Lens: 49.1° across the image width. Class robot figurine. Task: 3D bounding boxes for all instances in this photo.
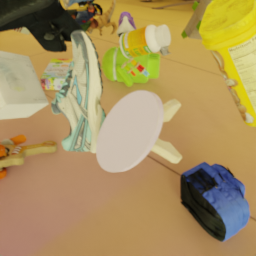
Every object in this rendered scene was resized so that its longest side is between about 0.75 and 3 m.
[{"bbox_3d":[0.047,-2.850,12.633,2.719,1.573,2.385,4,33,6],"label":"robot figurine"}]

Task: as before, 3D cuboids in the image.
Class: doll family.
[{"bbox_3d":[-1.553,-4.350,10.308,1.688,1.146,2.921,-21,11,-15],"label":"doll family"}]

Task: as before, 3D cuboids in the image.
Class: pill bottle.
[{"bbox_3d":[0.406,-2.055,6.620,1.114,0.619,0.619,-5,27,33],"label":"pill bottle"}]

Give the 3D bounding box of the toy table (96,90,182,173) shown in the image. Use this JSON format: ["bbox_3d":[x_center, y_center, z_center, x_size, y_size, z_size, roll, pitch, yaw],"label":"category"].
[{"bbox_3d":[0.236,0.090,5.336,0.998,1.705,1.567,3,51,-50],"label":"toy table"}]

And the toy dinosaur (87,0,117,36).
[{"bbox_3d":[-0.986,-4.860,12.520,1.285,2.419,0.731,41,34,-19],"label":"toy dinosaur"}]

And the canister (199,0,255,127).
[{"bbox_3d":[2.195,-1.250,5.114,0.915,2.113,1.569,-14,36,36],"label":"canister"}]

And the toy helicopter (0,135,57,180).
[{"bbox_3d":[-3.196,0.673,8.245,2.179,0.860,1.441,-9,24,-32],"label":"toy helicopter"}]

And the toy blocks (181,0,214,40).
[{"bbox_3d":[2.244,-2.912,7.479,1.024,1.498,0.749,-1,56,-25],"label":"toy blocks"}]

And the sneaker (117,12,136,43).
[{"bbox_3d":[0.039,-3.283,9.275,0.777,0.804,1.928,-1,3,1],"label":"sneaker"}]

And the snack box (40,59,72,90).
[{"bbox_3d":[-2.884,-2.509,12.933,1.729,0.644,2.431,0,34,-1],"label":"snack box"}]

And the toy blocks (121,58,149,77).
[{"bbox_3d":[0.256,-1.956,9.491,0.682,0.818,0.297,-26,31,49],"label":"toy blocks"}]

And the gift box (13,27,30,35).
[{"bbox_3d":[-3.267,-3.591,8.174,1.169,1.183,1.266,40,20,10],"label":"gift box"}]

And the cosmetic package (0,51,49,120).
[{"bbox_3d":[-3.086,-1.072,7.190,0.926,1.506,1.502,-25,-4,23],"label":"cosmetic package"}]

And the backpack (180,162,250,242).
[{"bbox_3d":[1.973,1.576,6.156,1.236,1.197,1.473,-27,43,-11],"label":"backpack"}]

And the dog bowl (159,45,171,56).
[{"bbox_3d":[1.332,-3.501,11.577,0.349,1.190,1.190,-33,35,7],"label":"dog bowl"}]

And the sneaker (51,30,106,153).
[{"bbox_3d":[-1.153,-0.760,6.225,1.199,2.779,1.078,-7,3,-8],"label":"sneaker"}]

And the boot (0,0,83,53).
[{"bbox_3d":[-2.768,-2.717,7.661,2.679,2.251,1.023,-16,74,6],"label":"boot"}]
